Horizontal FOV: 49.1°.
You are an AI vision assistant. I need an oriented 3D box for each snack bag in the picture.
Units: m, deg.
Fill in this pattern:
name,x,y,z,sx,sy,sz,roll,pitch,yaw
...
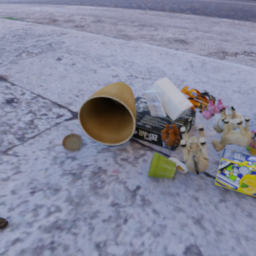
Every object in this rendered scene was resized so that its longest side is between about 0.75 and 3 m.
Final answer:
name,x,y,z,sx,sy,sz,roll,pitch,yaw
snack bag,1.013,-0.956,10.995,0.120,1.117,1.053,-28,17,-21

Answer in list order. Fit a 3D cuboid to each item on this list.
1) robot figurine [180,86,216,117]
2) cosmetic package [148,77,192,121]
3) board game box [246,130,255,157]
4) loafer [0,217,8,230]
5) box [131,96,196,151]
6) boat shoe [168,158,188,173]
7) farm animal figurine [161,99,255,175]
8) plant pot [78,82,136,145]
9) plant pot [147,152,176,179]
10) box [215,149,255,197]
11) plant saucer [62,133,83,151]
name,x,y,z,sx,sy,sz,roll,pitch,yaw
robot figurine,2.976,-1.073,11.825,0.497,1.238,1.708,-33,45,-24
cosmetic package,1.670,-1.186,11.209,0.916,0.659,1.623,-25,70,-46
board game box,4.961,0.609,10.190,0.805,0.805,0.805,-2,28,-17
loafer,-3.786,2.572,7.781,0.915,0.327,0.334,6,34,10
box,1.095,-0.305,11.873,2.914,0.634,2.334,17,37,24
boat shoe,1.689,1.312,9.734,0.837,0.297,0.292,31,38,30
farm animal figurine,2.774,0.364,9.553,2.910,1.463,2.350,-25,26,-15
plant pot,-0.554,-0.828,10.672,2.073,2.073,2.225,6,36,10
plant pot,1.155,1.324,9.353,0.818,0.850,0.850,17,35,3
box,4.247,1.565,8.583,2.860,1.002,0.920,15,23,21
plant saucer,-2.151,0.569,10.807,0.796,0.117,0.796,2,56,-2
